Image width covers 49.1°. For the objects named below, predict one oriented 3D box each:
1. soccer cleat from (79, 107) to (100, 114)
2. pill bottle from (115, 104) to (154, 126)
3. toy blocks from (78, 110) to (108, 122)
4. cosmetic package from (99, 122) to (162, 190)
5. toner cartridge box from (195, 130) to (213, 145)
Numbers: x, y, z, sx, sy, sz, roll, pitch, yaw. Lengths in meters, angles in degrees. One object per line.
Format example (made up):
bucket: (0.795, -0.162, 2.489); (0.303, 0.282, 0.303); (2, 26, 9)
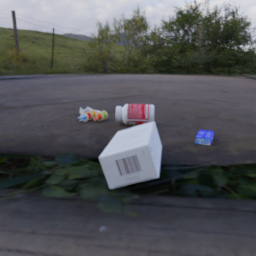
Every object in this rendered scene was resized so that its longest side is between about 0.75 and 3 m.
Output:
soccer cleat: (-2.103, -0.932, 15.452); (1.144, 0.487, 0.393); (-4, 16, -11)
pill bottle: (0.330, -0.617, 13.272); (1.782, 1.001, 1.001); (2, 15, 4)
toy blocks: (-1.790, -0.547, 14.041); (1.087, 0.474, 1.304); (7, 16, 25)
cosmetic package: (0.186, 0.661, 7.905); (1.311, 0.921, 2.586); (-16, 11, 13)
toner cartridge box: (3.004, 0.370, 11.002); (0.570, 0.259, 1.199); (5, 15, 22)
